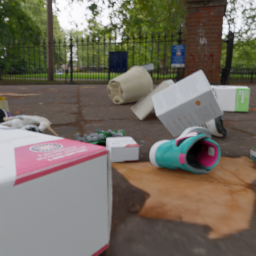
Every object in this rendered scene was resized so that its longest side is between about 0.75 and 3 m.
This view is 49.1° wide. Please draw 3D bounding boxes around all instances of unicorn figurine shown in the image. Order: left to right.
[{"bbox_3d":[-3.290,-0.086,8.622,1.876,0.693,1.289,8,14,36],"label":"unicorn figurine"}]

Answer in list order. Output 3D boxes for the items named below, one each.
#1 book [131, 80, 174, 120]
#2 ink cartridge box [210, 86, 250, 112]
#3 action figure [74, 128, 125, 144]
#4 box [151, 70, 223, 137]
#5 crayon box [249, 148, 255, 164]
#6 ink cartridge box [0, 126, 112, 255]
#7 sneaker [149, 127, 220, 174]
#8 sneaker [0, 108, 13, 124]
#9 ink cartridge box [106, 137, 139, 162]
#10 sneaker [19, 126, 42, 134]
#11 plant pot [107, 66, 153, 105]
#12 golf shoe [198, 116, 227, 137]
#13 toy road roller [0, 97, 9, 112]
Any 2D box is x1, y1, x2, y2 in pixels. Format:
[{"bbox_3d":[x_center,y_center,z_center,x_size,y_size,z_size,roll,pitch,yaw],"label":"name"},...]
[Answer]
[{"bbox_3d":[1.251,-1.348,12.414,1.818,0.654,2.722,-43,-2,16],"label":"book"},{"bbox_3d":[4.843,-1.583,14.930,2.865,1.204,2.085,4,12,19],"label":"ink cartridge box"},{"bbox_3d":[-0.676,0.238,7.780,0.965,0.447,1.633,6,8,41],"label":"action figure"},{"bbox_3d":[1.520,-0.585,7.209,1.432,1.090,0.761,-27,46,18],"label":"box"},{"bbox_3d":[3.200,0.667,5.779,0.897,0.303,1.039,-1,11,-6],"label":"crayon box"},{"bbox_3d":[-1.955,0.733,3.035,2.927,1.212,2.145,8,14,36],"label":"ink cartridge box"},{"bbox_3d":[1.458,0.405,5.787,1.872,0.783,1.130,-19,16,-38],"label":"sneaker"},{"bbox_3d":[-5.187,-0.234,9.552,2.478,0.939,1.085,4,-4,0],"label":"sneaker"},{"bbox_3d":[-0.148,0.492,6.537,0.634,0.358,0.864,-2,11,-10],"label":"ink cartridge box"},{"bbox_3d":[-2.590,0.425,6.080,0.844,0.782,2.082,-6,8,18],"label":"sneaker"},{"bbox_3d":[-0.022,-2.529,17.876,2.195,2.397,2.397,-25,25,-39],"label":"plant pot"},{"bbox_3d":[2.429,-0.111,8.988,1.059,0.872,2.242,-20,10,6],"label":"golf shoe"},{"bbox_3d":[-6.115,-0.875,12.433,1.370,0.842,1.000,-8,2,-35],"label":"toy road roller"}]
